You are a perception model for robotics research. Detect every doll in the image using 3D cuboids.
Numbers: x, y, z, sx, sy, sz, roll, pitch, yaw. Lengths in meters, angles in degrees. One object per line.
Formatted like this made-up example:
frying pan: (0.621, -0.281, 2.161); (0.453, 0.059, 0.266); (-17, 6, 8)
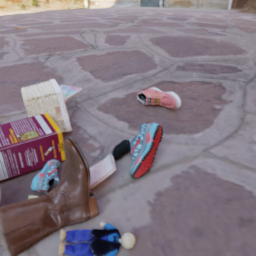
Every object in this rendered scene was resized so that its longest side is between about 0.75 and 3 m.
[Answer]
doll: (-0.727, 2.812, 6.787); (1.803, 0.437, 1.230); (-1, 38, -7)

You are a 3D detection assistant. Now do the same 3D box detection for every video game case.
video game case: (-3.554, -1.802, 14.925); (1.384, 0.169, 1.935); (13, 33, 21)

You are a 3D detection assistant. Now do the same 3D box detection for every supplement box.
supplement box: (-3.830, 0.678, 9.512); (2.929, 1.254, 1.616); (-18, 35, -26)

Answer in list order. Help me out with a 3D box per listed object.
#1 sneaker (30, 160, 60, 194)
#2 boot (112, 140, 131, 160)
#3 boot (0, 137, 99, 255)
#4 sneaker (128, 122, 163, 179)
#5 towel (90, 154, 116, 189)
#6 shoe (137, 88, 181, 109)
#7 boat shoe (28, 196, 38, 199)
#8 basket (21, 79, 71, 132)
sneaker: (-2.463, 1.579, 8.872); (0.683, 0.567, 1.430); (23, 34, 5)
boot: (0.098, 0.746, 10.067); (1.003, 0.453, 1.224); (-2, 24, 29)
boot: (-2.213, 1.673, 7.113); (2.588, 2.412, 0.831); (-17, -1, -26)
sneaker: (0.441, 0.744, 9.460); (0.952, 0.790, 1.993); (15, 71, 37)
towel: (-0.867, 1.346, 8.900); (1.011, 0.171, 1.058); (-37, 21, 3)
shoe: (1.421, -1.348, 13.574); (1.060, 0.832, 2.330); (-20, 30, -28)
boat shoe: (-2.448, 2.121, 7.931); (0.813, 0.301, 0.270); (14, 67, 1)
basket: (-3.357, -0.787, 11.457); (1.494, 1.841, 1.857); (-18, 29, -18)
